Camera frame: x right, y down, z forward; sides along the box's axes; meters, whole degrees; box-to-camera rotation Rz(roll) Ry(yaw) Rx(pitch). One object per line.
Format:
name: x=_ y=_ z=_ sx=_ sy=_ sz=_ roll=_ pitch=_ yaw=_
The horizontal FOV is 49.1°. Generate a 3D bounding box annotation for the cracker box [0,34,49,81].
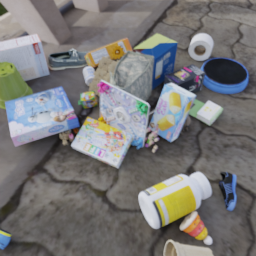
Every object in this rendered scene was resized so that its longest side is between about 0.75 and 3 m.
cracker box: x=-5.376 y=-3.112 z=13.234 sx=2.848 sy=1.907 sz=0.821 roll=-18 pitch=52 yaw=-16

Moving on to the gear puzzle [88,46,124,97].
gear puzzle: x=-0.878 y=-2.590 z=12.843 sx=1.295 sy=2.500 sz=0.327 roll=28 pitch=11 yaw=21

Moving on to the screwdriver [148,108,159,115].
screwdriver: x=0.441 y=-0.295 z=11.226 sx=0.263 sy=1.886 sz=0.274 roll=55 pitch=28 yaw=-7

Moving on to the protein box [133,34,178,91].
protein box: x=1.251 y=-3.122 z=13.303 sx=1.220 sy=1.809 sz=1.795 roll=35 pitch=58 yaw=26

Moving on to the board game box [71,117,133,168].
board game box: x=-0.999 y=0.547 z=10.893 sx=2.036 sy=0.348 sz=1.369 roll=21 pitch=70 yaw=17

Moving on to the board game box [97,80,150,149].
board game box: x=-0.290 y=-0.449 z=10.738 sx=2.232 sy=2.233 sz=0.289 roll=30 pitch=50 yaw=23

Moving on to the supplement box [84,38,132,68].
supplement box: x=-1.008 y=-3.819 z=14.407 sx=2.337 sy=0.778 sz=0.804 roll=-24 pitch=98 yaw=-18

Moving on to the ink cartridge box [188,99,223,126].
ink cartridge box: x=3.269 y=-0.811 z=12.327 sx=1.424 sy=0.341 sz=1.036 roll=34 pitch=58 yaw=23

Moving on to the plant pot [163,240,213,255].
plant pot: x=1.754 y=3.848 z=7.871 sx=1.180 sy=1.289 sz=1.289 roll=5 pitch=49 yaw=-11

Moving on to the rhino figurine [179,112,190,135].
rhino figurine: x=2.255 y=-0.418 z=11.862 sx=0.752 sy=0.514 sz=1.720 roll=3 pitch=52 yaw=-1

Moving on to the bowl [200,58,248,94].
bowl: x=4.710 y=-2.626 z=13.776 sx=2.358 sy=0.463 sz=2.358 roll=0 pitch=50 yaw=0

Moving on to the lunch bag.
lunch bag: x=0.014 y=-1.610 z=11.779 sx=1.514 sy=2.112 sz=2.575 roll=16 pitch=49 yaw=15

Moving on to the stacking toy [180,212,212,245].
stacking toy: x=2.217 y=3.221 z=8.769 sx=1.034 sy=0.756 sz=0.756 roll=43 pitch=60 yaw=10

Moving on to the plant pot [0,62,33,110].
plant pot: x=-5.321 y=-1.990 z=12.468 sx=1.717 sy=1.631 sz=1.717 roll=0 pitch=49 yaw=0

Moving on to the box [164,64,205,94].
box: x=2.569 y=-2.076 z=12.906 sx=1.680 sy=1.027 sz=0.891 roll=-25 pitch=51 yaw=-20

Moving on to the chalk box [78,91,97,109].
chalk box: x=-1.847 y=-1.234 z=12.509 sx=0.824 sy=0.511 sz=0.514 roll=-13 pitch=50 yaw=2

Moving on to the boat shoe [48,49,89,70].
boat shoe: x=-2.895 y=-3.619 z=14.419 sx=2.465 sy=0.762 sz=0.898 roll=-14 pitch=51 yaw=-12

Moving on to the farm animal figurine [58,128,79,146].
farm animal figurine: x=-2.421 y=0.388 z=11.203 sx=0.918 sy=0.484 sz=0.928 roll=12 pitch=34 yaw=33

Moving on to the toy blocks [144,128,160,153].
toy blocks: x=1.004 y=0.420 z=11.032 sx=0.764 sy=0.714 sz=0.643 roll=36 pitch=43 yaw=23

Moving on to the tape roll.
tape roll: x=3.801 y=-4.212 z=14.623 sx=1.166 sy=1.166 sz=0.801 roll=14 pitch=47 yaw=12

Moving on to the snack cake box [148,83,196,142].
snack cake box: x=1.690 y=-0.603 z=11.014 sx=1.145 sy=1.991 sz=0.669 roll=32 pitch=31 yaw=23

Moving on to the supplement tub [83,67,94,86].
supplement tub: x=-1.839 y=-2.485 z=13.570 sx=0.589 sy=0.589 sz=0.893 roll=-13 pitch=51 yaw=-11

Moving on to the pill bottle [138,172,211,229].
pill bottle: x=1.540 y=2.265 z=9.094 sx=2.192 sy=1.228 sz=1.228 roll=-20 pitch=52 yaw=-16

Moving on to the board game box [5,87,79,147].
board game box: x=-3.658 y=-0.583 z=11.723 sx=2.563 sy=0.559 sz=2.576 roll=-20 pitch=43 yaw=-15

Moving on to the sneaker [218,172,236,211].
sneaker: x=3.364 y=2.150 z=9.612 sx=0.533 sy=0.479 sz=1.367 roll=17 pitch=53 yaw=0

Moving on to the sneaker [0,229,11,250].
sneaker: x=-4.328 y=3.306 z=8.683 sx=1.416 sy=0.467 sz=0.555 roll=17 pitch=71 yaw=15
